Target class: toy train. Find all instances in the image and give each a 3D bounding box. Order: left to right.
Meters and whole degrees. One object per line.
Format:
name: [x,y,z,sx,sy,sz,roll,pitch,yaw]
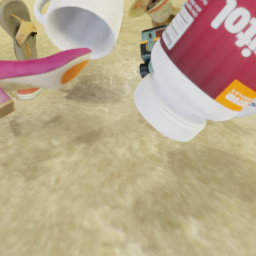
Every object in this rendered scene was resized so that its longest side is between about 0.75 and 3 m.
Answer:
toy train: [1.423,-1.924,6.869,2.479,1.413,1.057,-9,-11,18]

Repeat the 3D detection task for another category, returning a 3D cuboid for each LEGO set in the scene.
LEGO set: [1.973,-3.302,8.812,1.831,0.449,1.368,16,73,27]

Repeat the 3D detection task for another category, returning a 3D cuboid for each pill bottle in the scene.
pill bottle: [0.953,-0.802,2.675,1.116,1.975,1.116,28,33,-20]

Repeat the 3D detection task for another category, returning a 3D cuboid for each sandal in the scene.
sandal: [-2.285,-2.051,6.177,0.473,1.751,0.703,32,60,18]

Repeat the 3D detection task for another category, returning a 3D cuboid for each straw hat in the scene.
straw hat: [0.930,-3.669,8.473,1.894,0.802,1.894,-30,36,24]

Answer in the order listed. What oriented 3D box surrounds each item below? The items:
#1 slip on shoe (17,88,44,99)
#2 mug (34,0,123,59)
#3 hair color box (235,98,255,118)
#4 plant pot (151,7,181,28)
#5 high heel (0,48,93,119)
slip on shoe: [-3.553,-1.941,10.729,0.936,0.773,2.528,1,31,5]
mug: [-1.480,-3.639,8.326,2.737,2.021,2.400,4,63,12]
hair color box: [2.290,-1.034,3.915,1.477,0.894,2.953,11,-19,-29]
plant pot: [1.497,-3.418,9.456,1.509,1.509,0.207,11,66,16]
high heel: [-1.935,-1.215,5.370,2.631,0.886,1.262,-39,84,-27]
